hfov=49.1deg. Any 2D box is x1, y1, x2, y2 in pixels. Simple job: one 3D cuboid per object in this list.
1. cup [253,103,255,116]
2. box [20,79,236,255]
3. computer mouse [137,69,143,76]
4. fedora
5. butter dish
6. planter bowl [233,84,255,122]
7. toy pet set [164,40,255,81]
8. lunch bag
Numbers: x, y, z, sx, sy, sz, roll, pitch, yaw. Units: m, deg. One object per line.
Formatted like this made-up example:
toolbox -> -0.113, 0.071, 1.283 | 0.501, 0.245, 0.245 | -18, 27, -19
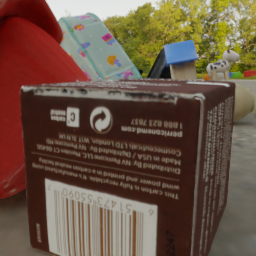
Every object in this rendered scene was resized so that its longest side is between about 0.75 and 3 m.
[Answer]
cup -> 5.800, -1.269, 9.791 | 2.474, 1.769, 2.474 | 1, 12, 0
box -> 0.164, 0.300, 2.940 | 1.574, 1.558, 1.898 | 6, 13, 25
computer mouse -> -0.437, -1.478, 9.763 | 0.733, 1.925, 2.780 | 45, 13, -3
fedora -> 1.467, -1.898, 11.545 | 1.363, 2.985, 2.985 | 26, 12, -3
butter dish -> -1.316, -0.068, 3.963 | 2.001, 2.707, 2.700 | 39, 1, -6
planter bowl -> 3.331, -0.803, 8.586 | 0.842, 1.251, 1.251 | -7, 12, 3
toy pet set -> 2.578, -2.253, 9.432 | 2.550, 1.450, 2.731 | -8, 8, 8
lunch bag -> -0.917, -1.422, 7.382 | 1.083, 2.810, 2.254 | -27, -17, -27
